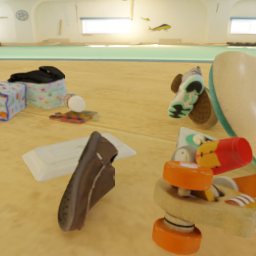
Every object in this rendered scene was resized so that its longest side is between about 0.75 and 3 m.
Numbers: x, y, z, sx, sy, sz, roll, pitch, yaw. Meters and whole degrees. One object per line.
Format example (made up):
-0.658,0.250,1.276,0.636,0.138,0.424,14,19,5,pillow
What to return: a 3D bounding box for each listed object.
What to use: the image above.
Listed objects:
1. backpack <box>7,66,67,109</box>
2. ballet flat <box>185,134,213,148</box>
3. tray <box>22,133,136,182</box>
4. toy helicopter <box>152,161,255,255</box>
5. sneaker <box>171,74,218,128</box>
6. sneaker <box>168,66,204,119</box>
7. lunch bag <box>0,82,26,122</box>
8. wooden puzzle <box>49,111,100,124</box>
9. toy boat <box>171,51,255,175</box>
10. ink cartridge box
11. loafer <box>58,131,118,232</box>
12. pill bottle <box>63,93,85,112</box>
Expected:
-2.940,-1.387,9.669,1.932,1.223,1.612,15,37,34,backpack
1.535,0.294,5.497,0.893,0.314,0.301,28,67,28,ballet flat
-0.984,0.479,5.782,2.115,0.235,1.136,-13,27,-31,tray
1.357,0.913,3.175,2.144,0.846,1.418,10,3,15,toy helicopter
2.268,-0.781,8.432,1.166,0.871,2.597,20,26,-26,sneaker
1.661,-1.049,7.935,0.607,1.563,1.093,25,45,-8,sneaker
-4.155,-0.858,8.511,1.659,1.027,1.410,8,20,-1,lunch bag
-1.538,-0.349,8.365,1.518,0.107,0.900,7,22,26,wooden puzzle
1.924,-0.062,5.101,2.905,2.442,1.350,-37,7,-39,toy boat
1.581,0.422,6.032,1.065,0.267,0.863,22,31,3,ink cartridge box
-0.483,0.736,4.208,0.670,0.689,1.888,25,36,-8,loafer
-1.630,-0.767,8.468,0.486,0.486,0.853,-11,19,-27,pill bottle
